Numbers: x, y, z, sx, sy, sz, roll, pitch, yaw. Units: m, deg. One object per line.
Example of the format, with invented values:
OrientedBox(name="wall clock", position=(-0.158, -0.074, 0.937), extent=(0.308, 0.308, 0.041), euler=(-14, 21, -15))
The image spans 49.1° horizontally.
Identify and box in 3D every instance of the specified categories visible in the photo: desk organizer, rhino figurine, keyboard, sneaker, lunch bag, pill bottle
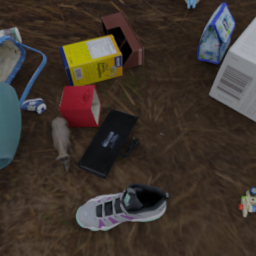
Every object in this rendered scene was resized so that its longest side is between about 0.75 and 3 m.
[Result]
OrientedBox(name="desk organizer", position=(-0.251, -3.475, 11.118), extent=(0.937, 0.873, 2.433), euler=(-18, 59, -9))
OrientedBox(name="rhino figurine", position=(-2.010, 0.494, 8.572), extent=(0.562, 0.822, 1.879), euler=(-11, 58, -6))
OrientedBox(name="keyboard", position=(-0.411, 0.499, 8.901), extent=(1.436, 0.307, 2.391), euler=(18, 60, 19))
OrientedBox(name="sneaker", position=(-3.232, -0.682, 9.612), extent=(0.796, 0.321, 0.583), euler=(-19, 51, -19))
OrientedBox(name="lunch bag", position=(3.302, -3.521, 10.471), extent=(1.080, 1.696, 1.442), euler=(17, 57, 24))
OrientedBox(name="sneaker", position=(-0.160, 1.891, 7.077), extent=(2.426, 1.697, 0.943), euler=(-10, 62, -9))
OrientedBox(name="pill bottle", position=(-4.972, -3.638, 11.354), extent=(1.101, 0.623, 0.623), euler=(-16, 59, -9))

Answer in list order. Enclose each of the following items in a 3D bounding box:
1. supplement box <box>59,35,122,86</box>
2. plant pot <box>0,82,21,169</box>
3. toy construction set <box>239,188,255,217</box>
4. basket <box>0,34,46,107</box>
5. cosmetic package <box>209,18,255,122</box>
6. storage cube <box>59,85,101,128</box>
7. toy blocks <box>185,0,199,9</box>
OrientedBox(name="supplement box", position=(-1.341, -2.422, 10.280), extent=(2.025, 1.109, 1.102), euler=(-16, 60, -9))
OrientedBox(name="plant pot", position=(-4.229, 0.263, 7.787), extent=(2.875, 2.875, 1.936), euler=(-24, 79, -15))
OrientedBox(name="toy construction set", position=(3.700, 2.180, 7.614), extent=(1.543, 0.711, 1.012), euler=(14, 58, -4))
OrientedBox(name="basket", position=(-4.273, -2.011, 9.526), extent=(2.468, 1.717, 2.176), euler=(28, 87, 4))
OrientedBox(name="cosmetic package", position=(4.542, -2.014, 9.338), extent=(2.204, 2.202, 2.671), euler=(34, 64, 17))
OrientedBox(name="storage cube", position=(-1.535, -0.678, 9.165), extent=(1.047, 1.165, 0.996), euler=(-1, 58, 7))
OrientedBox(name="toy blocks", position=(2.543, -6.251, 13.012), extent=(1.533, 0.668, 1.839), euler=(8, 58, 5))
